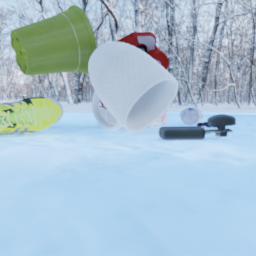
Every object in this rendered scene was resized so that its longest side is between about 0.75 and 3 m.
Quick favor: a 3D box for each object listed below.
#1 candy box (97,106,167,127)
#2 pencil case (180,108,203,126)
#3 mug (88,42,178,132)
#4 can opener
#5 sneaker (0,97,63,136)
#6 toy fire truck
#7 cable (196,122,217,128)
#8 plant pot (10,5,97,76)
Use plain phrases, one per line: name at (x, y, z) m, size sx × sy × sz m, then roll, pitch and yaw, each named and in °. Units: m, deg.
candy box at (0.240, -0.539, 12.254) m, size 2.471 × 0.884 × 2.072 m, roll 2°, pitch 4°, yaw 25°
pencil case at (2.958, -0.541, 13.004) m, size 0.864 × 0.792 × 1.904 m, roll 5°, pitch 5°, yaw 21°
mug at (-0.234, -1.231, 9.200) m, size 2.162 × 2.928 × 2.567 m, roll -7°, pitch 48°, yaw -52°
can opener at (1.700, 0.015, 6.955) m, size 1.878 × 0.624 × 0.494 m, roll -5°, pitch 6°, yaw -5°
sneaker at (-3.185, -0.191, 7.612) m, size 2.858 × 1.078 × 1.092 m, roll -12°, pitch 14°, yaw -15°
toy fire truck at (0.088, -2.089, 10.615) m, size 2.437 × 2.902 × 1.627 m, roll -6°, pitch 35°, yaw -10°
cable at (3.284, -0.122, 11.337) m, size 0.857 × 0.267 × 1.050 m, roll -3°, pitch 3°, yaw 39°
plant pot at (-2.909, -3.026, 10.543) m, size 2.510 × 2.644 × 2.644 m, roll -23°, pitch 15°, yaw -28°
